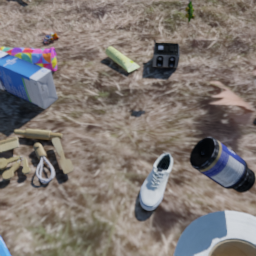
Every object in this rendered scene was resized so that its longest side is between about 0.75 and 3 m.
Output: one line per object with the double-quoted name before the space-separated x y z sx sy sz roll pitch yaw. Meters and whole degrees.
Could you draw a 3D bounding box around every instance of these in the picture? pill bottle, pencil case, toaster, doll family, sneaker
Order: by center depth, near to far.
"pill bottle" 2.262 0.927 6.631 1.505 0.842 0.842 33 44 -20
"sneaker" 0.847 1.549 8.513 0.709 0.687 1.942 15 48 14
"pencil case" -4.581 -3.141 12.741 2.646 1.169 1.169 3 46 1
"toaster" 1.768 -3.462 13.231 1.228 0.806 1.358 4 46 4
"doll family" -4.068 -4.787 14.769 0.915 0.412 0.568 -34 55 -28

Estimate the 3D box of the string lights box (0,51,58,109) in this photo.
"string lights box" -4.300 -1.957 11.347 2.798 1.438 0.825 24 51 21

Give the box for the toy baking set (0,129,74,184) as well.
"toy baking set" -3.101 0.902 9.440 2.789 0.324 2.140 2 49 2

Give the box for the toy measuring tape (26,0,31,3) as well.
"toy measuring tape" -6.909 -9.146 18.561 0.959 0.959 2.606 -28 53 -24

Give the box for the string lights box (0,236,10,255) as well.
"string lights box" -3.489 3.458 6.550 1.510 0.866 2.938 -32 54 -27

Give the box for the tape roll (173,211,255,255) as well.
"tape roll" 2.469 3.512 6.373 3.034 1.061 3.034 0 46 0

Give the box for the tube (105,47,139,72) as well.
"tube" -0.317 -3.233 13.284 1.865 0.484 0.541 42 98 27

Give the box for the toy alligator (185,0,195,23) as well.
"toy alligator" 2.422 -4.647 10.930 0.340 0.247 1.026 -1 87 -21
